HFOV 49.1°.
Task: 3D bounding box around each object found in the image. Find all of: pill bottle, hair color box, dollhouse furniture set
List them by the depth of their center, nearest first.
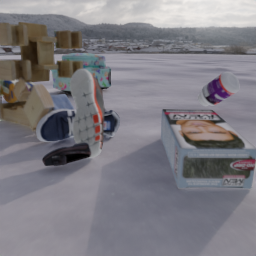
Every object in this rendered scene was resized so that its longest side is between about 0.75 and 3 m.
[{"bbox_3d":[1.501,0.292,5.972,1.310,0.803,2.647,0,19,0],"label":"hair color box"},{"bbox_3d":[-1.993,-0.837,7.717,1.606,1.048,1.516,-15,68,-45],"label":"dollhouse furniture set"},{"bbox_3d":[-2.899,-1.600,8.375,1.883,2.834,2.484,11,18,35],"label":"dollhouse furniture set"},{"bbox_3d":[3.154,-1.313,9.907,0.795,0.795,1.413,-13,-16,-34],"label":"pill bottle"}]

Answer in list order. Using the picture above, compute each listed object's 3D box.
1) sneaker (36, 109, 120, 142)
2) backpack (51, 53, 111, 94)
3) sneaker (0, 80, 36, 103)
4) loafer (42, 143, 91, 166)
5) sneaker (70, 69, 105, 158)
[{"bbox_3d":[-1.148,-0.073,7.174,1.196,0.773,2.205,11,18,36],"label":"sneaker"},{"bbox_3d":[-2.285,-2.562,13.314,2.275,1.929,2.562,15,28,40],"label":"backpack"},{"bbox_3d":[-3.877,-1.445,9.492,1.042,0.890,2.363,-13,36,-42],"label":"sneaker"},{"bbox_3d":[-1.199,0.565,5.554,0.958,0.344,0.302,-18,50,-18],"label":"loafer"},{"bbox_3d":[-0.752,-0.328,6.312,0.753,1.954,0.800,-7,-4,28],"label":"sneaker"}]
